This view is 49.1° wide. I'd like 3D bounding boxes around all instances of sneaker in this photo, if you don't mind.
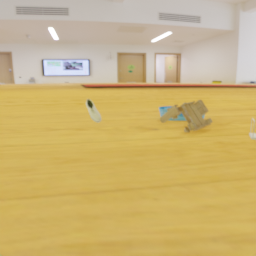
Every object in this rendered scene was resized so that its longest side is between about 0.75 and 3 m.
[{"bbox_3d":[-1.335,-0.636,10.467,0.363,0.995,0.352,-31,-18,-8],"label":"sneaker"}]

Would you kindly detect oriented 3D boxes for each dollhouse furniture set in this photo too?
[{"bbox_3d":[2.072,-0.279,9.909,2.004,1.039,0.887,-12,-22,-49],"label":"dollhouse furniture set"}]

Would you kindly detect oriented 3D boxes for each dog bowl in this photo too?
[{"bbox_3d":[2.324,-0.619,12.052,2.022,0.501,1.127,2,12,5],"label":"dog bowl"}]

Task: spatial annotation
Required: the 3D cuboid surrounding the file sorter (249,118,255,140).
[{"bbox_3d":[4.288,0.036,8.608,0.955,0.595,0.663,3,11,16],"label":"file sorter"}]
